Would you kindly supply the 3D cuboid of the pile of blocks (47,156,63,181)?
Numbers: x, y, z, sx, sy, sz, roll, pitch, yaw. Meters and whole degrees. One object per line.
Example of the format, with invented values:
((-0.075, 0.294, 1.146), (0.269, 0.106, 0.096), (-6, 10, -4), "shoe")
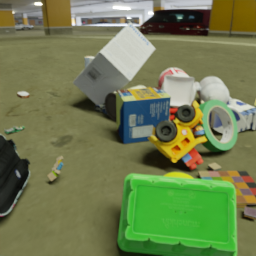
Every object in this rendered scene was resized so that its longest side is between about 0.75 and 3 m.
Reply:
((-2.040, 1.200, 8.158), (0.310, 0.754, 0.234), (24, -7, 18), "pile of blocks")

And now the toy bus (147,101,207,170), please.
((1.825, 0.318, 8.876), (1.880, 1.805, 1.276), (-40, -8, 1), "toy bus")

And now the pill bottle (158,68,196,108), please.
((2.347, -1.920, 13.619), (1.623, 1.623, 2.892), (1, 20, 1), "pill bottle")

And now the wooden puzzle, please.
((2.872, 1.693, 7.817), (1.480, 0.175, 2.496), (-1, 24, -1), "wooden puzzle")

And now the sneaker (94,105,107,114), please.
((-1.079, -0.950, 13.489), (1.107, 0.426, 0.471), (16, 25, 31), "sneaker")

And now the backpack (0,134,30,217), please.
((-3.492, 1.303, 6.884), (1.455, 1.715, 1.932), (-21, 28, 8), "backpack")

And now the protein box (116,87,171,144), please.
((0.540, -0.508, 10.763), (1.779, 1.766, 1.200), (-7, 28, -14), "protein box")

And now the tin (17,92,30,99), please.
((-5.922, -1.863, 15.827), (0.525, 0.196, 0.937), (-15, 28, -39), "tin")

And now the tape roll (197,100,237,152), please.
((3.076, -0.076, 9.778), (1.796, 1.796, 0.432), (-19, -2, -36), "tape roll")

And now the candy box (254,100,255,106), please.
((6.557, -0.942, 12.081), (1.411, 0.676, 2.444), (22, 9, 39), "candy box")

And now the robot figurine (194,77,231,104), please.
((4.228, -1.730, 14.020), (2.060, 1.372, 2.430), (18, 25, 0), "robot figurine")

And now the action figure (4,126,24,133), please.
((-4.642, 0.054, 11.498), (0.768, 0.210, 0.453), (-14, 24, -37), "action figure")

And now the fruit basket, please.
((1.081, 1.824, 6.235), (2.658, 1.917, 2.658), (5, -19, 2), "fruit basket")

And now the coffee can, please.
((0.024, -1.139, 12.778), (1.784, 1.306, 1.306), (-20, 31, -38), "coffee can")

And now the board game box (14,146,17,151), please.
((-4.673, 0.905, 9.562), (0.961, 0.200, 1.421), (9, 25, 19), "board game box")

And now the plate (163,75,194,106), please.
((2.112, -1.570, 11.989), (1.276, 1.273, 0.206), (5, 12, -3), "plate")

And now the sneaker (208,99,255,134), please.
((4.388, -0.523, 11.861), (2.829, 1.143, 1.634), (-1, 19, -19), "sneaker")

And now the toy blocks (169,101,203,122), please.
((2.034, -0.318, 11.387), (2.199, 0.798, 1.833), (-9, 27, 16), "toy blocks")

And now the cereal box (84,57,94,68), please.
((-1.686, -3.495, 17.579), (2.401, 1.727, 0.474), (17, 29, 31), "cereal box")

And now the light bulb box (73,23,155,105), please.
((-0.681, -3.056, 13.793), (2.948, 1.856, 2.974), (-31, 20, 49), "light bulb box")
